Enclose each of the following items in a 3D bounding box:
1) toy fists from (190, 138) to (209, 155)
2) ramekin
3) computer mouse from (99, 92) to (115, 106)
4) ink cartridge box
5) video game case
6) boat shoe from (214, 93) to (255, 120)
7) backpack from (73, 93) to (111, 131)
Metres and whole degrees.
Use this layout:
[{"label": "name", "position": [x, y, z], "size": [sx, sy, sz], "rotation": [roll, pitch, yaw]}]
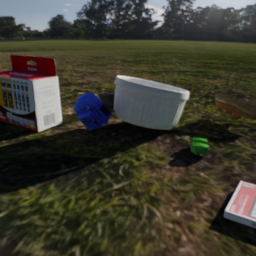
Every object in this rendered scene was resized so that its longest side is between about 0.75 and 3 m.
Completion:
[{"label": "toy fists", "position": [2.115, 0.556, 8.438], "size": [0.504, 0.340, 0.990], "rotation": [11, 20, 9]}, {"label": "ramekin", "position": [0.750, -0.935, 10.339], "size": [2.733, 1.435, 2.733], "rotation": [11, 14, -3]}, {"label": "computer mouse", "position": [-0.226, -1.374, 13.046], "size": [1.813, 0.594, 2.582], "rotation": [0, 10, 12]}, {"label": "ink cartridge box", "position": [-4.037, -1.430, 10.730], "size": [2.868, 2.518, 1.203], "rotation": [12, 23, 33]}, {"label": "video game case", "position": [3.061, 1.672, 5.510], "size": [1.959, 0.171, 1.401], "rotation": [13, 23, 31]}, {"label": "boat shoe", "position": [4.361, -0.708, 11.066], "size": [0.778, 0.735, 2.163], "rotation": [-15, 31, -26]}, {"label": "backpack", "position": [-1.316, -0.580, 9.961], "size": [0.972, 1.196, 1.003], "rotation": [-21, 30, 28]}]
